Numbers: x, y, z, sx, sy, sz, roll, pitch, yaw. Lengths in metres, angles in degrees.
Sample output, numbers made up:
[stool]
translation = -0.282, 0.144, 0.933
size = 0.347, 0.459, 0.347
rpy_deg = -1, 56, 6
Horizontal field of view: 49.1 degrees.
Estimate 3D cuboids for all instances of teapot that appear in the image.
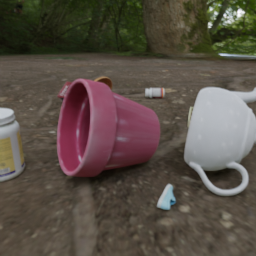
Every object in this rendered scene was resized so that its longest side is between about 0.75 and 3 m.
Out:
[teapot]
translation = 2.984, 0.192, 8.621
size = 2.057, 2.816, 2.779
rpy_deg = 14, 20, 18

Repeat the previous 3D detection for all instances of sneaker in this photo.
[sneaker]
translation = 1.099, 1.898, 7.541
size = 0.392, 0.354, 0.957
rpy_deg = 21, 32, 17

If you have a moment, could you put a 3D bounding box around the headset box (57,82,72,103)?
[headset box]
translation = -1.923, -1.130, 13.187
size = 2.560, 1.905, 0.989
rpy_deg = 13, 65, 32

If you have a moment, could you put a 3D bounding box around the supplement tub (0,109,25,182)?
[supplement tub]
translation = -4.102, 0.516, 8.776
size = 1.450, 1.995, 1.450
rpy_deg = 0, 20, 0

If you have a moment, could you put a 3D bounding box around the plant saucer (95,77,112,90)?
[plant saucer]
translation = -1.486, -1.949, 14.307
size = 1.536, 1.536, 0.288
rpy_deg = -18, 48, -40

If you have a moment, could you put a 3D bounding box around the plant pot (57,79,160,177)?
[plant pot]
translation = -0.577, 0.113, 8.984
size = 2.640, 2.949, 2.949
rpy_deg = 8, 14, -31

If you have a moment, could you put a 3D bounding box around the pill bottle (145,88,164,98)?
[pill bottle]
translation = 1.727, -2.242, 18.147
size = 1.188, 0.651, 0.651
rpy_deg = 1, 20, 1

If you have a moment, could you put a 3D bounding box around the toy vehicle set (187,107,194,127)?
[toy vehicle set]
translation = 3.792, -0.512, 13.973
size = 1.488, 0.317, 2.395
rpy_deg = 5, 21, 13
